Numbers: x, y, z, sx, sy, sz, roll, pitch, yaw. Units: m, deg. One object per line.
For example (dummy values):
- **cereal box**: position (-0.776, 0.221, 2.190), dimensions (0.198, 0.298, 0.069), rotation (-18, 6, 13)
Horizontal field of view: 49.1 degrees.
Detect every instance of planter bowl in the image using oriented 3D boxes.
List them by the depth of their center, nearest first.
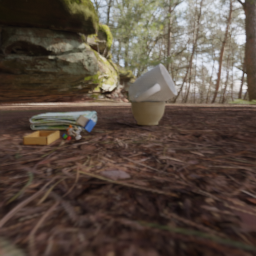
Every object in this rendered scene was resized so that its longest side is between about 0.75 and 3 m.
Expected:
- **planter bowl**: position (0.898, -0.666, 12.703), dimensions (1.561, 1.051, 1.561), rotation (0, 7, 0)

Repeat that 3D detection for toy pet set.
- **toy pet set**: position (-1.464, 0.082, 8.485), dimensions (0.519, 0.912, 0.977), rotation (36, -8, -20)

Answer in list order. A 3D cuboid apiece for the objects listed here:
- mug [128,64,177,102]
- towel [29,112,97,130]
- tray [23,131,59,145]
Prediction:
- **mug**: position (0.947, -1.641, 12.278), dimensions (1.828, 1.540, 2.085), rotation (-27, 10, 21)
- **towel**: position (-2.572, -0.334, 11.656), dimensions (2.254, 0.634, 2.633), rotation (1, 6, 2)
- **tray**: position (-2.444, 0.278, 8.012), dimensions (0.653, 0.245, 1.325), rotation (0, 6, 0)
